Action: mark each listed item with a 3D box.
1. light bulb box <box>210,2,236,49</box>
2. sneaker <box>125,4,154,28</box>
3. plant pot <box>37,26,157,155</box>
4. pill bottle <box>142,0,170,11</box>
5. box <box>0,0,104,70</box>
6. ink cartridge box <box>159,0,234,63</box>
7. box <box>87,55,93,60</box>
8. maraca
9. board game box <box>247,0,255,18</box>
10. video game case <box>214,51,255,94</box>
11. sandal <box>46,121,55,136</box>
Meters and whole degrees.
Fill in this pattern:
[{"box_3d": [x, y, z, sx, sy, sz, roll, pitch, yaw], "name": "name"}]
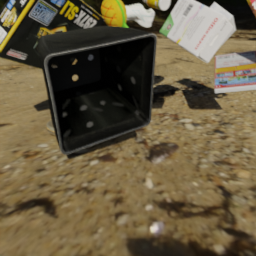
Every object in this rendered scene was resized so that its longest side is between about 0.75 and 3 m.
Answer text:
[{"box_3d": [2.598, -2.962, 8.691, 0.752, 1.205, 1.194, 47, 17, 19], "name": "light bulb box"}, {"box_3d": [0.177, -4.163, 10.013, 1.627, 0.652, 0.572, 9, 48, -19], "name": "sneaker"}, {"box_3d": [-0.932, -1.158, 6.479, 2.311, 2.305, 2.050, -20, 42, -24], "name": "plant pot"}, {"box_3d": [0.757, -3.533, 7.722, 0.427, 0.427, 0.757, -19, 43, -38], "name": "pill bottle"}, {"box_3d": [-1.979, -2.525, 7.176, 0.657, 2.127, 2.663, 44, 15, 15], "name": "box"}, {"box_3d": [1.676, -2.470, 7.016, 0.621, 1.070, 1.478, 10, 30, -49], "name": "ink cartridge box"}, {"box_3d": [-0.481, -2.234, 9.820, 1.901, 1.087, 2.088, -19, 46, -29], "name": "box"}, {"box_3d": [-0.401, -3.648, 9.302, 0.783, 1.463, 1.003, -31, 17, -24], "name": "maraca"}, {"box_3d": [4.602, -3.283, 8.503, 1.050, 2.197, 0.329, -26, -3, 14], "name": "board game box"}, {"box_3d": [3.727, -1.951, 9.605, 1.465, 0.179, 2.049, -3, 44, 21], "name": "video game case"}, {"box_3d": [-1.180, -0.255, 9.098, 2.886, 0.779, 1.159, -3, 22, -7], "name": "sandal"}]
